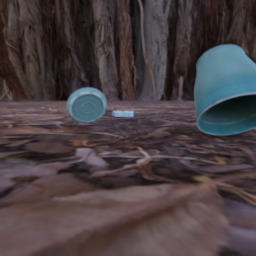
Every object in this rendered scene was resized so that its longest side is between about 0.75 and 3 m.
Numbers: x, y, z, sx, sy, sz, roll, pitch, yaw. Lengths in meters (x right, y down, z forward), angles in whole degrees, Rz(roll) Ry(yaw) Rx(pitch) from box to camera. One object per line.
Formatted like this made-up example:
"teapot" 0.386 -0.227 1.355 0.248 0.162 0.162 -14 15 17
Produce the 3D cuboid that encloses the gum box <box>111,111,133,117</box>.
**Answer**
"gum box" -0.246 -0.643 12.852 0.974 0.217 0.828 0 7 1

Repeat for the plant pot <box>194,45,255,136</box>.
"plant pot" 2.174 -0.883 6.077 1.632 1.534 1.632 -3 -29 -2

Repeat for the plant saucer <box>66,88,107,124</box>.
"plant saucer" -1.207 -0.610 8.304 1.207 1.207 0.165 -2 33 -17
